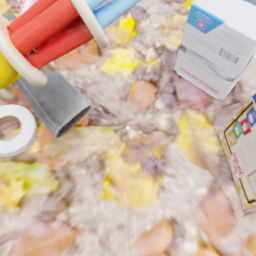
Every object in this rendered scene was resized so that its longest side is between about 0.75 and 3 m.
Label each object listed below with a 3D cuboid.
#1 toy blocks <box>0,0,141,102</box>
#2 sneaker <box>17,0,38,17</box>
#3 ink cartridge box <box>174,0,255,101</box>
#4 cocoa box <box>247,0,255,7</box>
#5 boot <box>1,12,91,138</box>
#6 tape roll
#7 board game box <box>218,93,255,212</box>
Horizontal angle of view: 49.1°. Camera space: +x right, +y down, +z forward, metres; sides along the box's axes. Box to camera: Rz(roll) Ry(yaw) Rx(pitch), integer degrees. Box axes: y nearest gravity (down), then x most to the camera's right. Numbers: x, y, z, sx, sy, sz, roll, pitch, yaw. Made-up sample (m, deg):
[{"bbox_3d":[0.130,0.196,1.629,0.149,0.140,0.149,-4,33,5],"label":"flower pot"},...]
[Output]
[{"bbox_3d":[-1.073,-1.346,4.013,2.775,2.313,1.008,-31,110,3],"label":"toy blocks"},{"bbox_3d":[-2.653,-2.830,7.913,1.044,0.887,2.407,7,65,2],"label":"sneaker"},{"bbox_3d":[2.163,-1.936,6.765,1.595,2.199,0.921,38,68,16],"label":"ink cartridge box"},{"bbox_3d":[4.463,-4.735,8.320,1.672,1.700,2.549,-24,68,-13],"label":"cocoa box"},{"bbox_3d":[-2.458,-0.957,6.862,2.809,2.554,1.019,49,44,-8],"label":"boot"},{"bbox_3d":[-2.940,0.056,6.910,1.354,0.247,1.354,0,64,0],"label":"tape roll"},{"bbox_3d":[2.771,0.398,5.440,0.599,2.586,1.959,-6,66,-9],"label":"board game box"}]
